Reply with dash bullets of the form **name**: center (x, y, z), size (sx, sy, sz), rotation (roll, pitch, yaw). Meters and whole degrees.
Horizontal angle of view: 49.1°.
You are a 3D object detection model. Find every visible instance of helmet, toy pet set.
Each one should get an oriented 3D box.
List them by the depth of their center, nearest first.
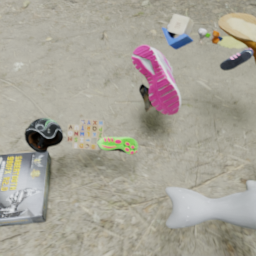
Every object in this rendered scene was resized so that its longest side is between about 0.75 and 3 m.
- **helmet**: center (-2.485, 0.177, 8.389), size (1.007, 1.007, 0.960), rotation (16, 29, 14)
- **toy pet set**: center (2.059, -3.108, 9.767), size (1.896, 1.007, 1.770), rotation (27, 13, 27)

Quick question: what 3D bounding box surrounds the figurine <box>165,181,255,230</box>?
- **figurine**: center (2.113, 2.500, 5.804), size (2.784, 1.228, 2.853), rotation (-9, 79, 27)

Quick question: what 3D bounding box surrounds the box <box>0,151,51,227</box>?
- **box**: center (-3.831, 2.057, 9.735), size (2.026, 0.618, 2.558), rotation (-4, 50, -3)

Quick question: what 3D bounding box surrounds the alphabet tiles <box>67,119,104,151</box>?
- **alphabet tiles**: center (-1.388, 0.205, 9.063), size (1.165, 0.044, 0.974), rotation (4, 89, 0)

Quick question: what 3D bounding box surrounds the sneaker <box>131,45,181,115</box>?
- **sneaker**: center (1.175, -1.722, 9.784), size (1.069, 2.629, 1.160), rotation (-17, 16, 32)

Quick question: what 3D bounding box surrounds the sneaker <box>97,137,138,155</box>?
- **sneaker**: center (-0.326, 0.527, 9.140), size (1.494, 0.626, 0.573), rotation (14, 87, -29)

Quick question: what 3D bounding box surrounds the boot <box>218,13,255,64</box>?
- **boot**: center (4.342, -2.716, 9.538), size (2.696, 1.930, 0.949), rotation (34, 84, 30)

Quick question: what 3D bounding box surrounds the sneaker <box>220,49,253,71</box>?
- **sneaker**: center (3.131, -1.961, 8.065), size (0.978, 0.343, 0.401), rotation (-19, 20, 46)

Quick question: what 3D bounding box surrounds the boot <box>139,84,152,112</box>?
- **boot**: center (0.618, -1.109, 10.284), size (0.649, 0.500, 1.340), rotation (39, 31, -15)
